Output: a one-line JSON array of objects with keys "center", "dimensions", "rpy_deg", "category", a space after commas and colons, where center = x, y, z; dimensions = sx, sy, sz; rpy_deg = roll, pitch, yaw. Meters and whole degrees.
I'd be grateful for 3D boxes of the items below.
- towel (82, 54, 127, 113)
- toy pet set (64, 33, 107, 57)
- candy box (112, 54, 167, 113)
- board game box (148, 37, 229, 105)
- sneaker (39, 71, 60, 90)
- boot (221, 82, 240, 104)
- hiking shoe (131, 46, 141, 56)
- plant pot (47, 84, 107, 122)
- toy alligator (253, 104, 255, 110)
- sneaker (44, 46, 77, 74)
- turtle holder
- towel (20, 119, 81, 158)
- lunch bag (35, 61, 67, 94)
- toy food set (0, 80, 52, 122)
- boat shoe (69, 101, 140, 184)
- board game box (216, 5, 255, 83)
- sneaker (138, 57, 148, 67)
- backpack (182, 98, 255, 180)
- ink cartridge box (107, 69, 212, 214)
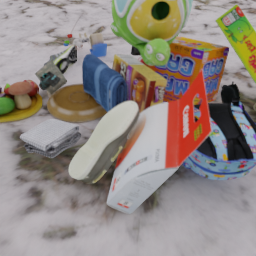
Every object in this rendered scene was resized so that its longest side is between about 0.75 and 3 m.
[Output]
[{"center": [-0.738, -1.240, 8.062], "dimensions": [0.547, 1.257, 2.252], "rpy_deg": [-16, 36, -23], "category": "towel"}, {"center": [-1.790, -3.371, 11.815], "dimensions": [1.583, 0.900, 1.696], "rpy_deg": [-12, 7, -16], "category": "toy pet set"}, {"center": [0.181, -1.137, 7.679], "dimensions": [0.572, 1.181, 2.025], "rpy_deg": [-6, 33, -27], "category": "candy box"}, {"center": [1.757, -1.747, 8.566], "dimensions": [1.694, 1.694, 1.695], "rpy_deg": [27, 32, 33], "category": "board game box"}, {"center": [-2.436, -1.453, 8.431], "dimensions": [1.112, 0.441, 0.419], "rpy_deg": [-6, 47, 49], "category": "sneaker"}, {"center": [3.025, -0.642, 8.167], "dimensions": [0.513, 1.386, 1.136], "rpy_deg": [-9, 8, 27], "category": "boot"}, {"center": [0.524, -2.544, 8.797], "dimensions": [0.769, 0.578, 1.527], "rpy_deg": [11, 22, 2], "category": "hiking shoe"}, {"center": [-1.542, -0.896, 8.918], "dimensions": [2.032, 0.279, 2.032], "rpy_deg": [3, 39, -2], "category": "plant pot"}, {"center": [4.094, -0.217, 7.814], "dimensions": [0.715, 0.654, 2.412], "rpy_deg": [0, 38, -1], "category": "toy alligator"}, {"center": [-2.620, -2.750, 11.011], "dimensions": [0.762, 0.696, 1.883], "rpy_deg": [12, 39, 16], "category": "sneaker"}, {"center": [0.501, -2.804, 6.533], "dimensions": [1.934, 1.808, 2.546], "rpy_deg": [32, 76, -7], "category": "turtle holder"}, {"center": [-1.887, 0.267, 6.932], "dimensions": [0.961, 0.497, 1.161], "rpy_deg": [16, 35, 28], "category": "towel"}, {"center": [-2.525, -1.641, 9.283], "dimensions": [0.712, 0.510, 0.868], "rpy_deg": [-39, 79, 1], "category": "lunch bag"}, {"center": [-3.639, -1.030, 8.611], "dimensions": [2.849, 0.930, 1.676], "rpy_deg": [-8, 39, -11], "category": "toy food set"}, {"center": [-0.430, 0.334, 6.229], "dimensions": [2.094, 0.626, 0.748], "rpy_deg": [-51, 45, -4], "category": "boat shoe"}, {"center": [3.654, -1.960, 7.983], "dimensions": [2.869, 0.683, 1.457], "rpy_deg": [61, 28, 8], "category": "board game box"}, {"center": [1.158, -2.400, 10.489], "dimensions": [1.708, 0.669, 0.987], "rpy_deg": [-29, 44, -33], "category": "sneaker"}, {"center": [2.028, 0.367, 6.328], "dimensions": [1.915, 1.411, 2.098], "rpy_deg": [-3, 34, -7], "category": "backpack"}, {"center": [0.545, 0.185, 5.749], "dimensions": [0.676, 2.696, 2.186], "rpy_deg": [25, 38, -10], "category": "ink cartridge box"}]
